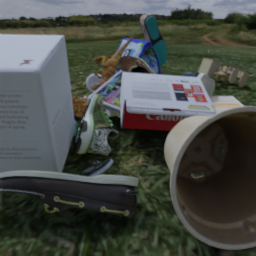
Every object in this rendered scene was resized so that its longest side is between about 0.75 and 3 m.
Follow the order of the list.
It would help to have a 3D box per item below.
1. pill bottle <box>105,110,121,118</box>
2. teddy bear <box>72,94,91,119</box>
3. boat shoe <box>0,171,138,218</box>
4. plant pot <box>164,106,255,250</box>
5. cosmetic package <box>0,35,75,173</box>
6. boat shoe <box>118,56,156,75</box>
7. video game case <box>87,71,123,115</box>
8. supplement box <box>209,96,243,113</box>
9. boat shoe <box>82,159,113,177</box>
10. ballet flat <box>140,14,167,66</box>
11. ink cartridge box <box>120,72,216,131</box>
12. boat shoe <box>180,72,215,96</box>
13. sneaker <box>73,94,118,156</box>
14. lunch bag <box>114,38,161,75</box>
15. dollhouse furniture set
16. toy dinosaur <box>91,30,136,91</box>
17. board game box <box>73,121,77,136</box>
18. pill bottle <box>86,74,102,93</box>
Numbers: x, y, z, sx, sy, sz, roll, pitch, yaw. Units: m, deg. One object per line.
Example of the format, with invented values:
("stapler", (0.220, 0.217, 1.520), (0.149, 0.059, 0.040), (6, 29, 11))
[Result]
("pill bottle", (-0.085, -0.833, 10.636), (1.457, 0.872, 0.872), (-10, 23, -25))
("teddy bear", (-1.622, -0.798, 10.824), (1.534, 0.706, 2.115), (-22, 25, -32))
("boat shoe", (-1.073, 1.187, 5.035), (2.516, 0.757, 0.897), (4, -11, -5))
("plant pot", (1.671, 0.638, 5.308), (2.309, 2.309, 2.114), (-2, 10, -6))
("cosmetic package", (-2.656, -0.487, 6.508), (2.322, 2.775, 2.308), (2, 34, 1))
("boat shoe", (0.344, -2.075, 10.145), (2.291, 0.846, 0.848), (40, 13, 34))
("video game case", (0.177, -1.205, 10.195), (2.326, 0.293, 2.553), (21, 41, 17))
("supplement box", (3.150, -0.397, 9.531), (1.437, 0.838, 2.280), (1, 22, 3))
("boat shoe", (-0.707, 0.916, 6.514), (0.796, 0.282, 0.287), (-34, 9, -28))
("ballet flat", (1.118, -3.930, 12.500), (0.836, 2.455, 0.826), (-31, 39, -14))
("ink cartridge box", (1.079, -0.641, 8.508), (2.577, 1.080, 2.262), (3, 38, -5))
("boat shoe", (2.724, -1.539, 10.981), (0.876, 1.060, 2.832), (21, 8, 26))
("sneaker", (-0.851, -0.028, 8.333), (1.147, 0.995, 2.588), (24, 38, -14))
("lunch bag", (0.339, -2.671, 12.936), (1.726, 2.709, 2.303), (-10, 24, -26))
("dollhouse furniture set", (5.205, -2.903, 16.204), (2.289, 1.490, 2.103), (14, 14, -25))
("toy dinosaur", (-0.643, -2.867, 12.201), (0.898, 2.973, 1.579), (26, 8, -44))
("board game box", (-2.766, -0.064, 9.208), (1.934, 0.454, 1.460), (-7, 22, -18))
("pill bottle", (-1.470, -2.142, 13.822), (0.912, 0.912, 1.646), (2, 5, 4))
